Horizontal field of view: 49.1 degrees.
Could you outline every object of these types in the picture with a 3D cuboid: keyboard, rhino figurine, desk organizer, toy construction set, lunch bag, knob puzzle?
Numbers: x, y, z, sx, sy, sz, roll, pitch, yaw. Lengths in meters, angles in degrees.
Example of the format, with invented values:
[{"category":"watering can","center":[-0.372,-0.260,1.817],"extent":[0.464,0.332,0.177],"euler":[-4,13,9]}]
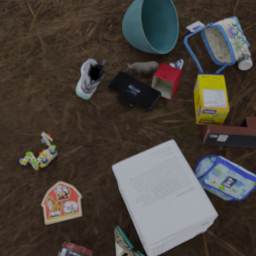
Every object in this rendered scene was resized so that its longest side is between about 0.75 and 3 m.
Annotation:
[{"category":"keyboard","center":[0.156,-1.513,12.564],"extent":[2.391,0.307,1.436],"euler":[32,76,21]},{"category":"rhino figurine","center":[0.581,-2.729,13.105],"extent":[1.879,0.822,0.562],"euler":[-2,56,0]},{"category":"desk organizer","center":[4.294,0.133,11.274],"extent":[2.433,0.873,0.937],"euler":[4,55,2]},{"category":"toy construction set","center":[-3.388,0.977,10.876],"extent":[1.012,0.711,1.543],"euler":[29,73,18]},{"category":"lunch bag","center":[2.979,1.512,8.653],"extent":[1.442,1.696,1.080],"euler":[27,64,-1]},{"category":"knob puzzle","center":[-2.407,2.594,10.078],"extent":[1.601,0.222,1.601],"euler":[0,57,0]}]

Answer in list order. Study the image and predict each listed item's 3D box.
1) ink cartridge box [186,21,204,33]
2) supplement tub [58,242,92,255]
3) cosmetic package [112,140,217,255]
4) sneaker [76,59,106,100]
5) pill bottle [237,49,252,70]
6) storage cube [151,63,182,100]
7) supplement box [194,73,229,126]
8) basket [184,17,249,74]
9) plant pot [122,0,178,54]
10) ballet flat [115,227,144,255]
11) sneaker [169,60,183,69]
[{"category":"ink cartridge box","center":[3.622,-5.428,15.201],"extent":[0.977,0.191,0.486],"euler":[-30,63,-19]},{"category":"supplement tub","center":[-1.833,4.540,8.371],"extent":[1.030,1.030,1.927],"euler":[13,59,8]},{"category":"cosmetic package","center":[1.063,2.309,8.998],"extent":[2.204,2.202,2.671],"euler":[-22,60,-7]},{"category":"sneaker","center":[-1.428,-2.545,12.294],"extent":[0.943,1.697,2.426],"euler":[23,48,-24]},{"category":"pill bottle","center":[5.635,-3.410,13.657],"extent":[0.623,0.623,1.101],"euler":[4,58,3]},{"category":"storage cube","center":[1.694,-2.084,12.534],"extent":[0.996,1.165,1.047],"euler":[23,54,14]},{"category":"supplement box","center":[3.502,-1.243,11.990],"extent":[1.102,1.109,2.025],"euler":[3,57,3]},{"category":"basket","center":[3.921,-3.669,12.523],"extent":[2.468,1.717,2.176],"euler":[-35,108,-2]},{"category":"plant pot","center":[0.848,-4.971,13.695],"extent":[1.936,2.875,2.875],"euler":[3,49,44]},{"category":"ballet flat","center":[0.075,4.061,8.946],"extent":[1.911,0.648,0.720],"euler":[40,77,19]},{"category":"sneaker","center":[2.287,-3.064,13.506],"extent":[0.583,0.321,0.796],"euler":[23,68,-13]}]
